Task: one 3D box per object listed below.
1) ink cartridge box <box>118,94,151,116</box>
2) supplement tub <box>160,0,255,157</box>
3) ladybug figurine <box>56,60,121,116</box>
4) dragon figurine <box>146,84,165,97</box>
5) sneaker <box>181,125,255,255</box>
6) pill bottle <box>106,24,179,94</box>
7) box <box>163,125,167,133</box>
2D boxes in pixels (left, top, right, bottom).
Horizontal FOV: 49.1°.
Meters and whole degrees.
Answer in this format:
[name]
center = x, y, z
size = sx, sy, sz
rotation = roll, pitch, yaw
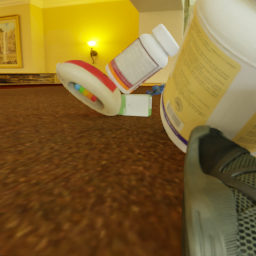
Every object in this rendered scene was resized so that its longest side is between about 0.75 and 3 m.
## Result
[ink cartridge box]
center = 0.138, -0.857, 10.437
size = 1.427, 0.741, 0.423
rotation = 4, 12, 21
[supplement tub]
center = 1.735, -0.919, 3.863
size = 2.094, 2.094, 2.880
rotation = -2, -33, -11
[ladybug figurine]
center = -1.297, -1.490, 9.803
size = 2.656, 0.955, 1.803
rotation = 37, -21, -13
[dragon figurine]
center = 1.284, -1.617, 11.797
size = 0.638, 0.378, 1.283
rotation = -16, -8, -37
[sneaker]
center = 1.185, 0.601, 2.645
size = 1.373, 0.916, 2.397
rotation = 3, 14, 8
[pill bottle]
center = 0.531, -2.495, 10.205
size = 2.540, 1.391, 1.391
rotation = -36, -1, 20
[box]
center = 1.929, 0.009, 6.610
size = 1.713, 0.496, 2.155
rotation = -2, 11, -10
